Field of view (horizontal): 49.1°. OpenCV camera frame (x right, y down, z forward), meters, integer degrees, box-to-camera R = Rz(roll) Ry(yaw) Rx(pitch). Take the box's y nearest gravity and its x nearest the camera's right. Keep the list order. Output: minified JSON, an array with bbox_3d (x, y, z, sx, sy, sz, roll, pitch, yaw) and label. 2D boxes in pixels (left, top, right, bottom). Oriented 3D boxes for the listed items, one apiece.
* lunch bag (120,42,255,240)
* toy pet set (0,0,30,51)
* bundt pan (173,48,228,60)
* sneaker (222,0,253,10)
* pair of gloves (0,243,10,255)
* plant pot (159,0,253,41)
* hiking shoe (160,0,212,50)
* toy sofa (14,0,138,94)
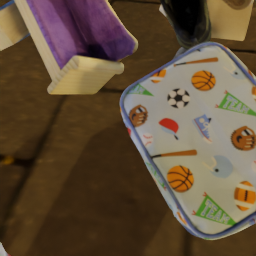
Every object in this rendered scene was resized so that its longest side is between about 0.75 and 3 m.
[{"bbox_3d":[1.006,0.117,3.269,1.705,0.804,2.127,-29,68,-2],"label":"lunch bag"},{"bbox_3d":[-2.944,-3.115,6.330,2.523,2.355,1.340,-3,42,40],"label":"toy pet set"},{"bbox_3d":[2.262,-1.844,8.259,2.090,0.784,2.090,0,50,0],"label":"bundt pan"},{"bbox_3d":[1.937,-3.198,5.039,1.082,0.699,1.995,-33,100,-33],"label":"sneaker"},{"bbox_3d":[-1.901,0.821,3.307,0.320,2.256,2.807,-20,58,-19],"label":"pair of gloves"},{"bbox_3d":[2.154,-3.515,7.316,1.857,1.646,1.859,-1,40,-19],"label":"plant pot"},{"bbox_3d":[1.103,-3.117,5.830,1.114,2.941,1.480,-21,8,16],"label":"hiking shoe"},{"bbox_3d":[-1.099,-1.980,4.777,1.112,1.311,2.686,-9,67,-53],"label":"toy sofa"}]
